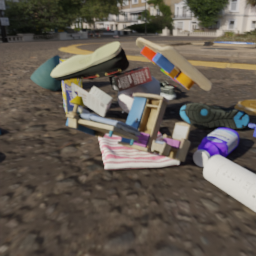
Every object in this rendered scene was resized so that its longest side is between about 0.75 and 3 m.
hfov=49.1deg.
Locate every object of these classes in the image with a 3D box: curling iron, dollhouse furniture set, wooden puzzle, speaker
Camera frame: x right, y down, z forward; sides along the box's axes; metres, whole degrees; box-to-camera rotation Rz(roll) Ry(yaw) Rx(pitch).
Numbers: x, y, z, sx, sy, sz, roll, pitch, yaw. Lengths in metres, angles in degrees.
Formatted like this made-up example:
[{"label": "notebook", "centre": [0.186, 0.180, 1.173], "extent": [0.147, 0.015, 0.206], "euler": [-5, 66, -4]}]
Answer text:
[{"label": "curling iron", "centre": [2.356, -2.153, 14.617], "extent": [1.652, 0.211, 0.410], "euler": [13, 26, -46]}, {"label": "dollhouse furniture set", "centre": [0.102, -0.360, 6.989], "extent": [2.289, 1.582, 2.424], "euler": [11, -8, 40]}, {"label": "wooden puzzle", "centre": [1.298, -1.907, 8.745], "extent": [2.068, 0.517, 2.232], "euler": [33, 7, -29]}, {"label": "speaker", "centre": [2.535, 1.261, 6.317], "extent": [0.709, 0.709, 1.746], "euler": [-12, 24, -27]}]

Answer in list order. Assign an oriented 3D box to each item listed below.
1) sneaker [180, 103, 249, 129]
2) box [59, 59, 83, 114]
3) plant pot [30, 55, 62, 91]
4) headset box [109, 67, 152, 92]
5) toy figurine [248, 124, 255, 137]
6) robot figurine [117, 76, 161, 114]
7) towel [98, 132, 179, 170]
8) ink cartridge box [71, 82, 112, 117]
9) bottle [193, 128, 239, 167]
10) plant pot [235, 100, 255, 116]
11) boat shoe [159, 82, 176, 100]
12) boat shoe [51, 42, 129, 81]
[{"label": "sneaker", "centre": [3.165, -0.392, 10.501], "extent": [2.433, 0.891, 0.997], "euler": [11, 8, 10]}, {"label": "box", "centre": [-2.330, -1.720, 11.595], "extent": [0.760, 2.169, 0.697], "euler": [-8, 25, -19]}, {"label": "plant pot", "centre": [-4.088, -2.793, 15.221], "extent": [1.961, 1.321, 1.961], "euler": [-39, 9, 8]}, {"label": "headset box", "centre": [0.122, -1.701, 9.586], "extent": [1.347, 0.505, 1.001], "euler": [-20, 17, -11]}, {"label": "toy figurine", "centre": [4.804, -0.158, 9.181], "extent": [1.521, 1.339, 2.539], "euler": [10, 22, 36]}, {"label": "robot figurine", "centre": [0.440, -1.315, 11.008], "extent": [1.289, 1.936, 2.283], "euler": [18, 31, 24]}, {"label": "towel", "centre": [0.165, 0.445, 8.709], "extent": [2.084, 0.426, 2.848], "euler": [-4, 22, -9]}, {"label": "ink cartridge box", "centre": [-1.400, -1.146, 10.648], "extent": [1.523, 0.382, 1.755], "euler": [34, -15, -1]}, {"label": "bottle", "centre": [2.540, 0.558, 8.155], "extent": [0.810, 0.633, 1.938], "euler": [17, 27, 37]}, {"label": "plant pot", "centre": [5.720, -0.917, 12.339], "extent": [1.904, 0.262, 1.904], "euler": [0, 23, 0]}, {"label": "boat shoe", "centre": [1.700, -2.020, 14.443], "extent": [0.730, 0.718, 2.025], "euler": [-18, 28, -37]}, {"label": "boat shoe", "centre": [-1.364, -2.027, 9.586], "extent": [2.893, 0.907, 1.058], "euler": [-11, 45, 24]}]
